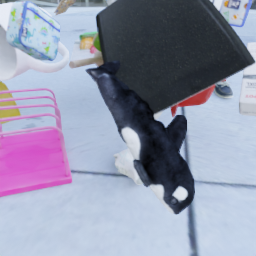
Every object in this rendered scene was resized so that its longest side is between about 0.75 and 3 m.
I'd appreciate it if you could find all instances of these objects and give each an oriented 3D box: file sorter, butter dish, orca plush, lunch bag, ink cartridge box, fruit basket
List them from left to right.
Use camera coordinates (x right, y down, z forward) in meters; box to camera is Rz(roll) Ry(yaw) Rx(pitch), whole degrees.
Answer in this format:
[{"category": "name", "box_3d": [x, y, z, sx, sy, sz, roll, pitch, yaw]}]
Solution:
[{"category": "file sorter", "box_3d": [-2.495, 0.163, 6.948, 1.741, 1.571, 2.505, -8, 29, -16]}, {"category": "lunch bag", "box_3d": [-1.659, -1.715, 5.015, 0.420, 0.819, 1.019, 7, -6, 22]}, {"category": "fruit basket", "box_3d": [-1.057, -2.723, 9.766, 1.742, 0.882, 1.881, -6, 44, 1]}, {"category": "orca plush", "box_3d": [0.328, -0.003, 3.194, 0.684, 1.924, 1.012, -30, -14, 13]}, {"category": "butter dish", "box_3d": [1.753, -1.403, 6.944, 1.410, 1.902, 1.907, 7, 37, 1]}, {"category": "lunch bag", "box_3d": [3.116, -3.952, 8.709, 0.943, 1.295, 1.523, -16, 40, -28]}, {"category": "ink cartridge box", "box_3d": [2.837, -0.959, 5.598, 1.009, 0.588, 1.395, 7, 72, 26]}]

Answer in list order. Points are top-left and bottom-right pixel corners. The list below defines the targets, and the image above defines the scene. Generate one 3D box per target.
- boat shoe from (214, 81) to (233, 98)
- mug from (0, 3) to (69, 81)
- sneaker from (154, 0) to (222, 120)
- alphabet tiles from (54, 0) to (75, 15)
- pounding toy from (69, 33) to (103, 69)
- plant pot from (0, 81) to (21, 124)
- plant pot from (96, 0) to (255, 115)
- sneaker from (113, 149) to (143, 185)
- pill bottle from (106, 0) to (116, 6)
[{"category": "boat shoe", "box_3d": [3.884, -1.703, 11.509, 0.615, 0.508, 1.643, 0, 28, 1]}, {"category": "mug", "box_3d": [-2.953, -2.512, 8.276, 2.559, 1.889, 2.244, 34, 41, 4]}, {"category": "sneaker", "box_3d": [0.641, -1.581, 5.437, 1.183, 2.978, 1.168, 21, 21, -16]}, {"category": "alphabet tiles", "box_3d": [-1.954, -3.927, 8.869, 0.936, 0.035, 0.782, -31, 10, 46]}, {"category": "pounding toy", "box_3d": [0.020, -2.274, 7.591, 1.268, 2.733, 2.109, 48, 26, -5]}, {"category": "plant pot", "box_3d": [-4.573, -0.897, 9.284, 1.381, 1.218, 1.381, -24, 37, -38]}, {"category": "plant pot", "box_3d": [0.555, -1.170, 4.019, 1.740, 1.544, 1.736, -26, 4, 21]}, {"category": "sneaker", "box_3d": [0.008, 0.966, 6.714, 0.549, 0.482, 1.370, -15, 24, -9]}, {"category": "pill bottle", "box_3d": [-0.110, -5.032, 11.278, 1.296, 2.383, 1.296, -28, 0, 0]}]
